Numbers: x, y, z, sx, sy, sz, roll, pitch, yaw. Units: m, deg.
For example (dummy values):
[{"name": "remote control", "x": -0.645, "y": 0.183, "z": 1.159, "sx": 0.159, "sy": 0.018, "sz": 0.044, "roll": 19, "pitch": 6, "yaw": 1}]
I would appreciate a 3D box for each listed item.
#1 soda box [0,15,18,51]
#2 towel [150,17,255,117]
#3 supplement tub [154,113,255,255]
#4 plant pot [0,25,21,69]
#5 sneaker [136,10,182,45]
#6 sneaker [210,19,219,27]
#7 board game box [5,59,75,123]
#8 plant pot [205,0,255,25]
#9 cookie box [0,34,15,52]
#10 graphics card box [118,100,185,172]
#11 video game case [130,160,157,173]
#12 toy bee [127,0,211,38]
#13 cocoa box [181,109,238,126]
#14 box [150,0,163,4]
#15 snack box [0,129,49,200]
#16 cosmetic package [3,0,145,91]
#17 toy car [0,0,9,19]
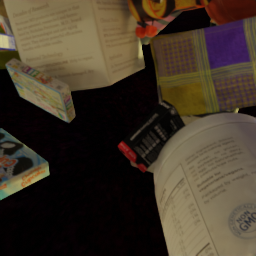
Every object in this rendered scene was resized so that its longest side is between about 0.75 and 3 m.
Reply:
[{"name": "soda box", "x": -3.432, "y": -3.051, "z": 8.269, "sx": 0.488, "sy": 1.431, "sz": 0.454, "roll": -30, "pitch": 0, "yaw": -31}, {"name": "towel", "x": 1.352, "y": -0.933, "z": 4.227, "sx": 1.975, "sy": 1.418, "sz": 0.225, "roll": -6, "pitch": -14, "yaw": 12}, {"name": "supplement tub", "x": 1.366, "y": 1.262, "z": 2.719, "sx": 1.898, "sy": 1.898, "sz": 2.878, "roll": -2, "pitch": 28, "yaw": -3}, {"name": "plant pot", "x": -4.698, "y": -3.651, "z": 11.174, "sx": 2.856, "sy": 2.967, "sz": 2.967, "roll": -3, "pitch": 26, "yaw": -29}, {"name": "sneaker", "x": 0.633, "y": -2.944, "z": 7.501, "sx": 2.969, "sy": 1.218, "sz": 1.041, "roll": -26, "pitch": 63, "yaw": 7}, {"name": "sneaker", "x": 2.660, "y": -3.254, "z": 8.012, "sx": 0.512, "sy": 1.290, "sz": 0.477, "roll": -5, "pitch": 36, "yaw": -19}, {"name": "board game box", "x": -1.247, "y": -0.529, "z": 4.047, "sx": 0.994, "sy": 0.668, "sz": 0.170, "roll": 27, "pitch": 59, "yaw": 17}, {"name": "plant pot", "x": 2.841, "y": -3.000, "z": 5.591, "sx": 1.977, "sy": 1.977, "sz": 1.923, "roll": -8, "pitch": 21, "yaw": -15}, {"name": "cookie box", "x": -3.651, "y": -2.206, "z": 7.269, "sx": 0.952, "sy": 0.418, "sz": 1.113, "roll": -2, "pitch": 12, "yaw": 8}, {"name": "graphics card box", "x": 0.341, "y": 0.120, "z": 3.734, "sx": 0.880, "sy": 0.552, "sz": 0.224, "roll": -45, "pitch": 44, "yaw": -3}, {"name": "video game case", "x": 1.875, "y": 0.372, "z": 6.007, "sx": 2.618, "sy": 0.316, "sz": 2.872, "roll": 15, "pitch": 32, "yaw": 26}, {"name": "toy bee", "x": 0.444, "y": -2.062, "z": 4.317, "sx": 2.468, "sy": 1.341, "sz": 1.615, "roll": -4, "pitch": 14, "yaw": -20}, {"name": "cocoa box", "x": 1.891, "y": -1.099, "z": 6.701, "sx": 1.621, "sy": 1.595, "sz": 2.431, "roll": 13, "pitch": 30, "yaw": 23}, {"name": "box", "x": -0.628, "y": -1.918, "z": 2.259, "sx": 2.330, "sy": 0.873, "sz": 1.167, "roll": 21, "pitch": 11, "yaw": 0}, {"name": "snack box", "x": -2.544, "y": 0.639, "z": 5.483, "sx": 1.901, "sy": 0.353, "sz": 1.104, "roll": 24, "pitch": 37, "yaw": 37}, {"name": "cosmetic package", "x": -0.799, "y": -1.645, "z": 4.622, "sx": 1.520, "sy": 1.828, "sz": 1.529, "roll": -4, "pitch": 18, "yaw": 26}, {"name": "toy car", "x": -2.422, "y": -2.856, "z": 6.074, "sx": 1.828, "sy": 1.501, "sz": 1.442, "roll": 13, "pitch": 42, "yaw": -7}]
